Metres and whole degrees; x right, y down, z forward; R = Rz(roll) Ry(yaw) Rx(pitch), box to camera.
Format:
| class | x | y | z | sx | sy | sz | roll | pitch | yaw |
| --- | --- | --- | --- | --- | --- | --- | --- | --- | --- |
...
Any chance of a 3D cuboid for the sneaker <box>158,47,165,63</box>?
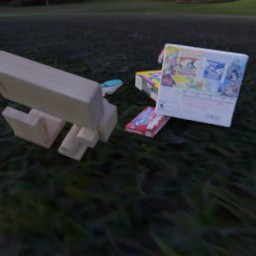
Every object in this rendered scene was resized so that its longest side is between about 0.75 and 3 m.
| class | x | y | z | sx | sy | sz | roll | pitch | yaw |
| --- | --- | --- | --- | --- | --- | --- | --- | --- | --- |
| sneaker | 1.873 | -3.633 | 14.281 | 0.487 | 0.908 | 0.303 | 36 | 28 | 24 |

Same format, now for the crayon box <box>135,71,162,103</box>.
| class | x | y | z | sx | sy | sz | roll | pitch | yaw |
| --- | --- | --- | --- | --- | --- | --- | --- | --- | --- |
| crayon box | 1.525 | -1.662 | 10.813 | 1.853 | 0.626 | 2.148 | -8 | 27 | -18 |

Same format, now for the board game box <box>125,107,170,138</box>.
| class | x | y | z | sx | sy | sz | roll | pitch | yaw |
| --- | --- | --- | --- | --- | --- | --- | --- | --- | --- |
| board game box | 0.670 | -0.216 | 8.470 | 0.860 | 0.162 | 1.671 | 14 | 30 | 23 |

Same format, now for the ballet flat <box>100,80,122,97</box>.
| class | x | y | z | sx | sy | sz | roll | pitch | yaw |
| --- | --- | --- | --- | --- | --- | --- | --- | --- | --- |
| ballet flat | -0.856 | -1.448 | 10.548 | 1.439 | 0.500 | 0.500 | -21 | 34 | -35 |

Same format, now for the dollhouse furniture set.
| class | x | y | z | sx | sy | sz | roll | pitch | yaw |
| --- | --- | --- | --- | --- | --- | --- | --- | --- | --- |
| dollhouse furniture set | -1.302 | -0.931 | 6.221 | 2.524 | 2.654 | 2.162 | 20 | 60 | 13 |

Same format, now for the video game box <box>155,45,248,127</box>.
| class | x | y | z | sx | sy | sz | roll | pitch | yaw |
| --- | --- | --- | --- | --- | --- | --- | --- | --- | --- |
| video game box | 2.040 | -1.241 | 8.168 | 2.252 | 2.052 | 0.527 | 11 | 23 | 8 |
